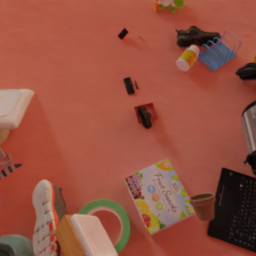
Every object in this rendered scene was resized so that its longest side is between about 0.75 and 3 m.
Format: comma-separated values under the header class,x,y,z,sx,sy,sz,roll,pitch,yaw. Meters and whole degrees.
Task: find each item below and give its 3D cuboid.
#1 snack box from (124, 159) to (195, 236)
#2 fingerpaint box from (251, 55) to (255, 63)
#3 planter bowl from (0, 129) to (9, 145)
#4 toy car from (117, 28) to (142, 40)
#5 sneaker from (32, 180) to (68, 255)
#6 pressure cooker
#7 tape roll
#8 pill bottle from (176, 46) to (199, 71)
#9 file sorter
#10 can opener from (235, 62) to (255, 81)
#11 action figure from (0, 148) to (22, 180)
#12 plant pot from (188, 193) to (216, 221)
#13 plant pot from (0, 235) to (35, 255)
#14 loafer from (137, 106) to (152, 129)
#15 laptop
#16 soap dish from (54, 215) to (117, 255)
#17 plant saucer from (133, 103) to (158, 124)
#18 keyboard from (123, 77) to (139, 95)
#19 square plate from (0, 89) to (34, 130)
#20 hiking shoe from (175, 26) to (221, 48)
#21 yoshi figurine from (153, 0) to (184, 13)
class,x,y,z,sx,sy,sz,roll,pitch,yaw
snack box,1.039,2.302,9.448,1.697,0.681,2.012,-22,67,-8
fingerpaint box,6.620,-2.725,11.841,2.060,0.755,1.718,-26,68,-14
planter bowl,-5.165,0.038,10.139,1.378,0.927,1.378,0,90,-1
toy car,0.085,-4.172,12.891,1.094,0.537,0.364,25,21,-6
sneaker,-2.247,2.965,8.782,1.049,1.115,2.722,-28,57,28
pressure cooker,5.131,0.457,9.397,2.357,2.321,2.639,0,59,0
tape roll,-0.847,3.290,9.118,1.833,0.440,1.833,0,65,0
pill bottle,2.606,-3.024,12.072,0.614,0.614,1.105,32,68,14
file sorter,3.939,-3.371,12.093,1.453,0.891,1.008,-34,68,-15
can opener,5.572,-2.214,11.039,2.459,0.779,0.967,3,35,36
action figure,-4.788,1.774,8.999,1.346,2.574,2.490,40,72,-12
plant pot,2.224,2.351,8.240,0.775,0.775,0.675,-12,87,-6
plant pot,-3.696,3.997,8.349,1.662,1.113,1.662,2,63,-3
loafer,0.721,-0.430,10.745,0.425,0.435,1.192,-4,45,-17
laptop,4.252,2.627,8.841,2.765,1.428,2.451,18,67,8
soap dish,-1.160,3.269,7.867,0.797,1.963,1.544,-35,66,1
plant saucer,0.702,-0.555,11.139,0.815,0.150,0.817,-13,64,-6
keyboard,0.137,-1.791,11.775,0.542,0.088,0.853,-14,66,-7
square plate,-5.168,-0.800,10.454,2.696,0.383,2.671,-2,36,-2
hiking shoe,3.140,-4.226,12.576,1.987,0.752,1.000,-3,68,0
yoshi figurine,2.045,-6.059,13.480,1.567,0.881,0.878,-9,80,-7
